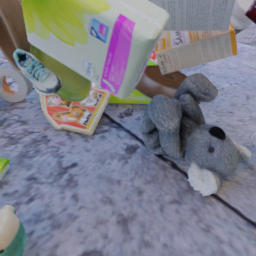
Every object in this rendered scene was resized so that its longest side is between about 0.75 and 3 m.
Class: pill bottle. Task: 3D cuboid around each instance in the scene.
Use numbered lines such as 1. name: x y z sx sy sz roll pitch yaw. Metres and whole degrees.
1. pill bottle: 2.957 -3.342 8.350 1.246 1.246 2.203 -10 -2 -16

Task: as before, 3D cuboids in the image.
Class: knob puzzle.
1. knob puzzle: -1.719 -0.769 8.521 2.180 0.302 2.180 0 54 -1

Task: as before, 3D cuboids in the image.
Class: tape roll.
1. tape roll: -3.988 -1.543 9.596 1.305 1.305 0.431 4 32 7

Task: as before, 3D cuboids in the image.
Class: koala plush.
1. koala plush: 1.612 0.309 6.526 1.995 2.068 2.250 -34 66 -32

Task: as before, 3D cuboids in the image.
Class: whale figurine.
1. whale figurine: -2.370 1.910 4.681 1.653 0.857 1.315 -3 33 43

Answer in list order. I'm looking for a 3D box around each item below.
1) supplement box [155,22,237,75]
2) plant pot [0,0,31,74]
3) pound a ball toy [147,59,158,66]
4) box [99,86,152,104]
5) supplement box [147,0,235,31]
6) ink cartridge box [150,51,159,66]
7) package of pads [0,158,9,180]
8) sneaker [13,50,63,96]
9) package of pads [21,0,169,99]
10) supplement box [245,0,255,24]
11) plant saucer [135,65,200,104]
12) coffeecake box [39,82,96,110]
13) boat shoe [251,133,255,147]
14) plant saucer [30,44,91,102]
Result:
1. supplement box: 1.631 -2.131 6.991 1.845 0.678 1.163 -13 42 17
2. plant pot: -2.647 -3.203 7.937 2.288 2.624 2.624 -34 43 -23
3. pound a ball toy: 0.475 -2.428 11.790 1.114 0.726 1.708 -36 40 -7
4. box: 0.360 -1.447 10.087 2.613 0.623 1.594 2 32 3
5. supplement box: 1.071 -2.671 5.658 2.003 1.035 1.013 4 69 13
6. ink cartridge box: 1.422 -3.080 12.284 1.472 0.369 1.194 39 33 -10
7. package of pads: -3.235 1.034 6.395 0.689 0.304 0.892 4 31 4
8. sneaker: -1.851 -1.106 5.544 1.306 0.564 0.507 36 78 25
9. package of pads: -0.626 -1.545 4.436 2.152 1.663 0.734 32 63 2
10. supplement box: 3.490 -2.241 5.173 1.423 0.796 2.615 34 8 -10
11. plant saucer: 1.381 -1.614 9.909 2.656 0.486 2.656 13 31 -8
12. coffeecake box: -2.007 -1.215 9.697 1.770 0.647 1.359 -2 32 -3
13. boat shoe: 4.490 0.324 7.027 2.824 1.017 0.967 -3 57 -24
14. plant saucer: -1.386 -1.288 5.986 1.612 1.612 0.250 18 47 26
